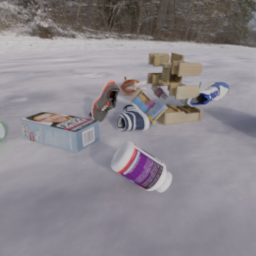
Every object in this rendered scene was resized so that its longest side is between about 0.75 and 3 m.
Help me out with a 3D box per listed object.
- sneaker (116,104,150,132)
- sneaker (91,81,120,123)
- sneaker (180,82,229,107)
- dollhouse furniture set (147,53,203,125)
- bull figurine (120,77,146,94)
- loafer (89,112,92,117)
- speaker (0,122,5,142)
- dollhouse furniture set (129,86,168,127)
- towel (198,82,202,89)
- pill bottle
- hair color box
[{"bbox_3d":[-0.074,-0.470,11.758,1.196,0.773,2.205,-6,24,-22],"label":"sneaker"},{"bbox_3d":[-0.915,-0.958,11.614,0.753,1.954,0.800,3,32,-37],"label":"sneaker"},{"bbox_3d":[3.569,-1.383,12.535,2.363,0.890,1.042,-17,25,-7],"label":"sneaker"},{"bbox_3d":[2.199,-1.731,12.052,1.883,2.834,2.484,-7,24,-23],"label":"dollhouse furniture set"},{"bbox_3d":[0.291,-2.678,17.680,1.650,0.885,2.719,3,20,8],"label":"bull figurine"},{"bbox_3d":[-1.551,-0.679,12.657,0.302,0.344,0.958,-25,5,10],"label":"loafer"},{"bbox_3d":[-4.854,0.429,8.978,1.009,1.009,2.283,1,20,2],"label":"speaker"},{"bbox_3d":[1.000,-1.118,11.900,1.516,1.048,1.606,-46,27,4],"label":"dollhouse furniture set"},{"bbox_3d":[3.193,-1.464,13.567,0.169,1.443,1.100,23,25,10],"label":"towel"},{"bbox_3d":[0.344,0.983,6.735,1.413,0.795,0.795,34,13,-16],"label":"pill bottle"},{"bbox_3d":[-2.490,0.074,10.189,2.647,0.803,1.310,10,23,28],"label":"hair color box"}]
